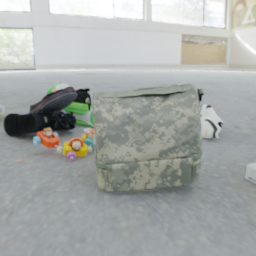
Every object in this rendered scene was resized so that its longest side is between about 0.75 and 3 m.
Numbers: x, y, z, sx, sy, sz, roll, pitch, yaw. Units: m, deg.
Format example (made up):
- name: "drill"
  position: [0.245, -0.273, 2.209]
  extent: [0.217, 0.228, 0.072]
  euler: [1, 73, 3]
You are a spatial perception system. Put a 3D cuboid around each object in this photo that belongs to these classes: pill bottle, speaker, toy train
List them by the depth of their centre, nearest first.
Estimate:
- name: "toy train"
  position: [-1.767, 0.263, 9.113]
  extent: [2.294, 0.638, 1.723]
  euler: [-12, 36, -42]
- name: "pill bottle"
  position: [-3.131, -1.141, 12.166]
  extent: [1.660, 0.919, 0.919]
  euler: [-31, -7, 38]
- name: "speaker"
  position: [-2.081, -0.640, 12.566]
  extent: [2.194, 0.970, 0.970]
  euler: [11, 19, 35]

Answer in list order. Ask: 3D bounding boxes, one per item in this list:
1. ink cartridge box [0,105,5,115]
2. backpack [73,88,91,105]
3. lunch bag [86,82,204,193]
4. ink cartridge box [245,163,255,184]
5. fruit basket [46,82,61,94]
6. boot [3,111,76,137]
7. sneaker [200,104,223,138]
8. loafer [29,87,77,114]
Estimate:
- name: "ink cartridge box"
  position: [-7.125, -0.804, 13.209]
  extent: [2.083, 0.495, 2.108]
  euler: [-1, -4, -33]
- name: "backpack"
  position: [-2.697, -1.472, 14.908]
  extent: [1.500, 1.138, 1.798]
  euler: [-18, 15, -9]
- name: "lunch bag"
  position: [0.439, 0.105, 6.611]
  extent: [2.618, 2.196, 1.824]
  euler: [-4, 31, 1]
- name: "ink cartridge box"
  position: [4.303, 1.242, 6.563]
  extent: [2.103, 0.428, 2.108]
  euler: [-7, 15, -18]
- name: "fruit basket"
  position: [-3.821, -2.062, 17.136]
  extent: [2.083, 1.503, 2.083]
  euler: [-17, 18, 6]
- name: "boot"
  position: [-3.419, -0.194, 11.037]
  extent: [2.422, 0.896, 1.984]
  euler: [-6, -1, 36]
- name: "sneaker"
  position: [3.256, -0.201, 11.156]
  extent: [0.995, 0.917, 2.488]
  euler: [10, 29, 16]
- name: "loafer"
  position: [-3.109, -1.037, 11.038]
  extent: [2.718, 0.856, 0.977]
  euler: [-28, -18, 34]
